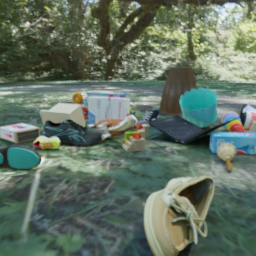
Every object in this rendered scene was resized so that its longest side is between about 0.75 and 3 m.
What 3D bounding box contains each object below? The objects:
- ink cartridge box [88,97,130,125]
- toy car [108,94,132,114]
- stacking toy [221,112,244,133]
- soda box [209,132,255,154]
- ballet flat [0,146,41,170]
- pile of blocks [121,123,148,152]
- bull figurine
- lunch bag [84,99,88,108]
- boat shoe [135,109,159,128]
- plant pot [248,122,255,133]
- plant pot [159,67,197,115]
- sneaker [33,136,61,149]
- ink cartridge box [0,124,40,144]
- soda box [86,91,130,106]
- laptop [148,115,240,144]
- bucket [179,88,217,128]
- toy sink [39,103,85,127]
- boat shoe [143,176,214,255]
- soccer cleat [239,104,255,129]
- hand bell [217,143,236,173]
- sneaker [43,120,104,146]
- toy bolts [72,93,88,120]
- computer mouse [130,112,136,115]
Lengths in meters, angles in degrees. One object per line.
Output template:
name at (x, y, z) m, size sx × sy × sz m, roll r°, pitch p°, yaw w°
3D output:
ink cartridge box at (-0.875, -0.744, 12.779) m, size 1.780 × 1.287 × 0.750 m, roll 5°, pitch 9°, yaw 20°
toy car at (-0.624, -1.194, 14.968) m, size 1.649 × 1.237 × 1.443 m, roll 3°, pitch 12°, yaw 14°
stacking toy at (4.306, -0.095, 11.351) m, size 0.787 × 0.787 × 1.844 m, roll 2°, pitch 17°, yaw 8°
soda box at (3.527, 0.488, 8.961) m, size 1.695 × 0.575 × 0.544 m, roll 1°, pitch 13°, yaw 6°
ballet flat at (-3.227, 0.774, 7.629) m, size 1.888 × 0.690 × 0.690 m, roll -2°, pitch 13°, yaw 2°
pile of blocks at (0.229, 0.216, 9.956) m, size 0.897 × 0.679 × 2.184 m, roll 2°, pitch 12°, yaw 7°
bull figurine at (-0.640, -0.006, 10.077) m, size 1.314 × 0.705 × 2.164 m, roll -16°, pitch 3°, yaw -34°
lunch bag at (-1.907, -1.156, 15.577) m, size 1.057 × 0.899 × 0.674 m, roll -4°, pitch 14°, yaw -15°
boat shoe at (0.846, -0.441, 12.721) m, size 0.601 × 0.747 × 1.611 m, roll 10°, pitch 15°, yaw 37°
plant pot at (4.580, 0.180, 9.912) m, size 0.722 × 0.771 × 0.722 m, roll 1°, pitch 12°, yaw 0°
plant pot at (3.086, -2.240, 16.486) m, size 2.444 × 2.615 × 2.444 m, roll 1°, pitch 13°, yaw 0°
sneaker at (-2.691, 0.549, 9.283) m, size 1.057 × 0.413 × 0.477 m, roll 1°, pitch 21°, yaw 27°
ink cartridge box at (-4.112, 0.187, 10.595) m, size 1.217 × 0.457 × 1.002 m, roll 11°, pitch 15°, yaw 36°
soda box at (-1.325, -1.819, 18.245) m, size 2.937 × 1.004 × 0.934 m, roll 8°, pitch 15°, yaw 31°
laptop at (2.453, -0.260, 10.530) m, size 2.442 × 1.261 × 2.164 m, roll 33°, pitch 29°, yaw 31°
bucket at (3.148, -0.874, 12.448) m, size 1.695 × 1.102 × 1.695 m, roll -10°, pitch 40°, yaw 9°
toy sink at (-2.663, -0.403, 11.502) m, size 1.539 × 1.003 × 0.862 m, roll 5°, pitch 32°, yaw 25°
boat shoe at (0.881, 1.249, 4.451) m, size 0.716 × 0.838 × 2.285 m, roll -25°, pitch 2°, yaw 24°
soccer cleat at (5.647, -0.458, 12.776) m, size 0.993 × 0.926 × 2.714 m, roll 16°, pitch 18°, yaw 14°
hand bell at (2.755, 0.906, 7.702) m, size 0.546 × 0.546 × 1.048 m, roll 3°, pitch 25°, yaw 13°
sneaker at (-1.918, 0.167, 9.819) m, size 2.170 × 0.860 × 0.818 m, roll 0°, pitch 11°, yaw -5°
toy bolts at (-2.322, -1.100, 14.877) m, size 1.425 × 1.361 × 0.988 m, roll 27°, pitch 18°, yaw 25°
computer mouse at (0.032, -0.828, 15.830) m, size 0.783 × 0.180 × 0.550 m, roll 8°, pitch 16°, yaw 5°
